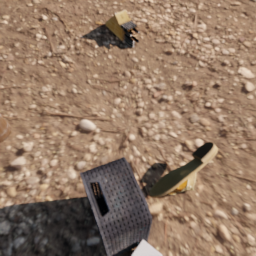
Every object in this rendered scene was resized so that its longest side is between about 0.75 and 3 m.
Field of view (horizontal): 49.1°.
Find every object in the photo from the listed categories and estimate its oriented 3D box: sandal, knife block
[{"bbox_3d":[1.945,1.610,8.929,2.594,0.853,0.951,-41,17,1],"label":"sandal"},{"bbox_3d":[-0.223,-4.668,13.614,0.631,1.732,1.973,-29,15,-20],"label":"knife block"}]

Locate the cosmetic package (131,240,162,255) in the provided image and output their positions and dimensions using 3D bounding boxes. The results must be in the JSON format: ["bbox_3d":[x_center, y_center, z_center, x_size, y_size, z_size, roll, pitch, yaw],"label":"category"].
[{"bbox_3d":[0.299,3.689,7.371,0.656,1.068,1.064,33,61,22],"label":"cosmetic package"}]

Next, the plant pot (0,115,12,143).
[{"bbox_3d":[-4.932,-0.153,10.043,1.134,1.123,1.134,0,56,-1],"label":"plant pot"}]

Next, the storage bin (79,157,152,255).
[{"bbox_3d":[-0.320,2.204,7.467,1.230,2.624,1.774,-19,57,-12],"label":"storage bin"}]
